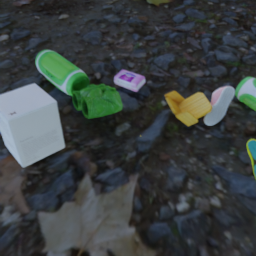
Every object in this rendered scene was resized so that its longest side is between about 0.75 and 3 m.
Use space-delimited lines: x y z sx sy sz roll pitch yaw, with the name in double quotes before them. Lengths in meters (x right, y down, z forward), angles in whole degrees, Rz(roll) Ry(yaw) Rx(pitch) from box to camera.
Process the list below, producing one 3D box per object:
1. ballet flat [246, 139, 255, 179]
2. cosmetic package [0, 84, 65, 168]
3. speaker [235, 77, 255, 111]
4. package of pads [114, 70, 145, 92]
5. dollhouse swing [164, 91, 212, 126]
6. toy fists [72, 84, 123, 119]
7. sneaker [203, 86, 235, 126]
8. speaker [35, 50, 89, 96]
"ballet flat" 4.305 1.129 9.202 0.519 0.520 1.552 -18 76 21
"cosmetic package" -3.263 -0.109 9.223 1.595 1.917 1.604 -27 45 -31
"speaker" 5.537 -0.944 10.964 1.164 1.164 2.633 -25 50 -23
"package of pads" 0.064 -2.077 12.328 1.221 0.462 0.736 24 53 26
"dollhouse swing" 2.298 -0.950 10.606 1.144 1.182 1.301 -39 43 21
"toy fists" -1.179 -1.114 10.737 1.443 0.974 2.832 -11 18 -21
"sneaker" 3.491 -0.878 11.009 0.634 1.684 0.880 29 10 -7
"speaker" -2.952 -2.442 12.414 1.237 1.237 2.798 -33 54 -28
